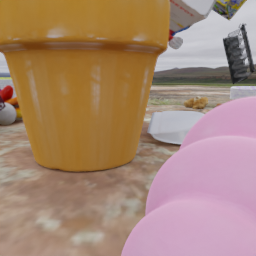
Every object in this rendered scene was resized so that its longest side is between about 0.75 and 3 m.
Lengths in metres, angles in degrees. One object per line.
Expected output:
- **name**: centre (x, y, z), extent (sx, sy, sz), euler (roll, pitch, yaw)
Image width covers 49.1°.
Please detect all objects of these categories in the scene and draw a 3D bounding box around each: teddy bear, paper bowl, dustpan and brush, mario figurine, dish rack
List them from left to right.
- **mario figurine**: centre (1.012, -2.690, 7.354), extent (1.198, 1.029, 1.941), euler (12, 46, 42)
- **teddy bear**: centre (2.977, -1.150, 12.223), extent (1.075, 0.495, 1.482), euler (1, 11, 18)
- **dustpan and brush**: centre (1.580, 0.047, 6.111), extent (2.142, 0.613, 1.495), euler (-4, 20, 12)
- **dish rack**: centre (3.112, -2.054, 7.864), extent (0.515, 1.448, 1.888), euler (-14, 0, 16)
- **paper bowl**: centre (5.381, -1.377, 12.378), extent (1.651, 0.859, 1.651), euler (0, 11, 0)

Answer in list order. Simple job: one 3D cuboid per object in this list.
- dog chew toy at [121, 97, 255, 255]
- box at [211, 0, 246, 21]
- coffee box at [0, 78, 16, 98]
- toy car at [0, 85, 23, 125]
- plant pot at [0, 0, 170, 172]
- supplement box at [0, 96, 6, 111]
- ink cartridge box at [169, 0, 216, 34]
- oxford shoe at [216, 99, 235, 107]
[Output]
- **dog chew toy**: centre (0.693, 0.534, 1.748), extent (1.249, 1.249, 2.005), euler (8, 22, 35)
- **box**: centre (1.706, -3.422, 6.479), extent (2.105, 0.677, 0.738), euler (46, 14, 24)
- **coffee box**: centre (-4.949, -1.282, 10.808), extent (1.276, 1.262, 1.274), euler (-5, 12, -23)
- **toy car**: centre (-3.777, -0.716, 8.248), extent (1.503, 1.127, 1.315), euler (0, 12, 1)
- **plant pot**: centre (-0.735, -0.739, 4.654), extent (2.748, 2.516, 2.748), euler (1, 11, 0)
- **supplement box**: centre (-4.537, -0.544, 7.038), extent (2.509, 0.764, 1.365), euler (5, 40, 27)
- **ink cartridge box**: centre (0.765, -2.775, 5.717), extent (1.508, 0.875, 2.044), euler (27, 2, -16)
- **oxford shoe**: centre (4.099, -0.923, 11.169), extent (0.453, 0.453, 1.271), euler (-12, 14, -42)
